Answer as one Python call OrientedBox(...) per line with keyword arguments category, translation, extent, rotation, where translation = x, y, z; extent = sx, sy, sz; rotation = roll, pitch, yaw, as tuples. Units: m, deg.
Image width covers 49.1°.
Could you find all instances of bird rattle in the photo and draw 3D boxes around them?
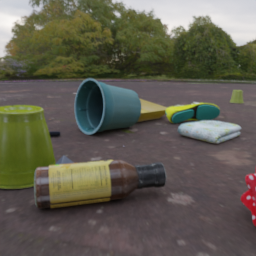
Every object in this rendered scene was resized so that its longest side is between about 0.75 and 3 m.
OrientedBox(category="bird rattle", translation=(3.509, 1.271, 4.880), extent=(2.712, 1.528, 2.211), rotation=(-9, 32, -23))

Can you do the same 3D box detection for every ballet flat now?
OrientedBox(category="ballet flat", translation=(3.218, -0.869, 14.190), extent=(2.953, 0.987, 0.990), rotation=(-8, 33, -20))

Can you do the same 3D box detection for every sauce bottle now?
OrientedBox(category="sauce bottle", translation=(-0.565, 1.170, 6.115), extent=(2.783, 0.901, 0.901), rotation=(-2, 14, -14))

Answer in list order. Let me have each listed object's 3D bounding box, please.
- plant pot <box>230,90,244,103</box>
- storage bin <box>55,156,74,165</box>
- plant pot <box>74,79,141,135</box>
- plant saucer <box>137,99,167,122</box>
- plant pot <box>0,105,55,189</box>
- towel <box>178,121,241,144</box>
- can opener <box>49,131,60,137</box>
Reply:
OrientedBox(category="plant pot", translation=(8.004, -2.305, 20.533), extent=(0.973, 0.894, 0.973), rotation=(2, 11, 0))
OrientedBox(category="storage bin", translation=(-1.580, 1.065, 7.013), extent=(0.552, 0.510, 0.759), rotation=(-44, 15, 5))
OrientedBox(category="plant pot", translation=(-0.799, -0.891, 12.270), extent=(2.266, 2.314, 2.314), rotation=(-1, 11, -41))
OrientedBox(category="plant saucer", translation=(0.483, -0.930, 14.916), extent=(2.519, 0.610, 2.520), rotation=(-11, 24, -41))
OrientedBox(category="plant pot", translation=(-2.814, 0.366, 7.311), extent=(1.866, 1.797, 1.866), rotation=(3, 14, -1))
OrientedBox(category="towel", translation=(3.328, 0.097, 11.394), extent=(2.079, 0.501, 1.780), rotation=(-12, 17, -42))
OrientedBox(category="can opener", translation=(-3.245, 0.271, 11.241), extent=(1.044, 0.411, 0.331), rotation=(-2, -26, -19))
